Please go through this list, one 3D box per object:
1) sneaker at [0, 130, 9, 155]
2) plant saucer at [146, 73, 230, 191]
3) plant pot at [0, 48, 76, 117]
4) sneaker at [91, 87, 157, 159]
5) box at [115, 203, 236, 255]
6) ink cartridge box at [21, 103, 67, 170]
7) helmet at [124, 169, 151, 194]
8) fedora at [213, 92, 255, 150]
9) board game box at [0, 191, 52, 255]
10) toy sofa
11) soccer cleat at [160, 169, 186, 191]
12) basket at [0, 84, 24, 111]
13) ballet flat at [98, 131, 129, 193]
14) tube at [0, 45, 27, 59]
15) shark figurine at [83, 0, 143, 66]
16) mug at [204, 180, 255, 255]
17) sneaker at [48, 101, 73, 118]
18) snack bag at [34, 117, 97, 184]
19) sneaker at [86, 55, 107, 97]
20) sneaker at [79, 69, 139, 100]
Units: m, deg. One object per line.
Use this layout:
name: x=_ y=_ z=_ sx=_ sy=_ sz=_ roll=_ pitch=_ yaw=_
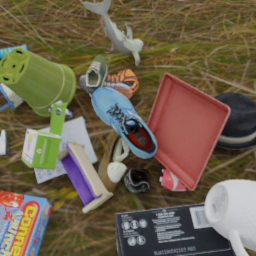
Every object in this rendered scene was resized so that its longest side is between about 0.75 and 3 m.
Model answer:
sneaker: x=-4.399 y=0.508 z=9.753 sx=0.421 sy=0.361 sz=0.968 roll=-11 pitch=58 yaw=-1
plant saucer: x=1.635 y=0.039 z=8.332 sx=0.482 sy=2.624 sz=2.619 roll=-1 pitch=30 yaw=-37
plant pot: x=-3.261 y=-1.679 z=9.683 sx=2.132 sy=2.025 sz=2.132 roll=-7 pitch=72 yaw=23
sneaker: x=-0.023 y=-0.239 z=8.620 sx=1.083 sy=1.243 sz=2.764 roll=-44 pitch=90 yaw=-6
box: x=1.121 y=3.152 z=7.340 sx=2.795 sy=1.603 sz=1.847 roll=-5 pitch=56 yaw=-5
ink cartridge box: x=-2.586 y=0.153 z=8.549 sx=0.752 sy=1.468 sz=1.986 roll=10 pitch=88 yaw=-30
helmet: x=0.282 y=1.666 z=8.742 sx=0.765 sy=0.802 sz=0.802 roll=-7 pitch=57 yaw=10
fedora: x=3.611 y=-0.445 z=9.695 sx=2.529 sy=1.155 sz=2.529 roll=-4 pitch=53 yaw=6
board game box: x=-3.906 y=3.167 z=7.804 sx=2.713 sy=0.774 sz=2.770 roll=8 pitch=58 yaw=5
toy sofa: x=-1.431 y=1.460 z=8.478 sx=0.841 sy=0.991 sz=2.030 roll=-38 pitch=69 yaw=12
soccer cleat: x=1.691 y=0.995 z=9.166 sx=0.858 sy=0.749 sz=2.245 roll=10 pitch=62 yaw=20
basket: x=-4.560 y=-1.124 z=10.435 sx=1.250 sy=0.869 sz=1.102 roll=-26 pitch=52 yaw=-18
ballet flat: x=-0.380 y=1.051 z=9.044 sx=0.851 sy=0.798 sz=2.354 roll=-21 pitch=42 yaw=39
tube: x=-5.116 y=-3.261 z=12.156 sx=1.417 sy=0.357 sz=0.549 roll=-15 pitch=72 yaw=-14
shark figurine: x=-0.541 y=-3.439 z=10.956 sx=1.294 sy=3.101 sz=1.853 roll=-15 pitch=62 yaw=30
mug: x=2.749 y=2.138 z=6.209 sx=1.794 sy=1.510 sz=2.046 roll=19 pitch=43 yaw=-12
sneaker: x=-2.285 y=-0.691 z=9.647 sx=0.813 sy=0.328 sz=0.469 roll=17 pitch=69 yaw=-2
snack bag: x=-2.274 y=0.694 z=9.641 sx=2.116 sy=0.226 sz=1.995 roll=-18 pitch=62 yaw=-10
sneaker: x=-1.138 y=-1.978 z=10.010 sx=0.580 sy=0.776 sz=1.729 roll=4 pitch=71 yaw=9
sneaker: x=-0.659 y=-1.767 z=10.963 sx=2.336 sy=0.906 sz=1.309 roll=17 pitch=43 yaw=19
